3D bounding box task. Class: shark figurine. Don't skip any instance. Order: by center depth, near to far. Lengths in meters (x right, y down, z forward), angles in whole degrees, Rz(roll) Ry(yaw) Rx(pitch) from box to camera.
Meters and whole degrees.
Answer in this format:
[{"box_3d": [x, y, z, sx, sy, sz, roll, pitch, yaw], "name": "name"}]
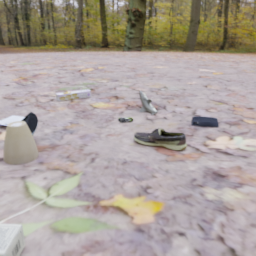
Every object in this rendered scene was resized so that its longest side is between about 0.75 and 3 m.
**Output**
[{"box_3d": [1.056, -1.024, 15.244, 0.843, 1.206, 2.019, -29, 45, -6], "name": "shark figurine"}]

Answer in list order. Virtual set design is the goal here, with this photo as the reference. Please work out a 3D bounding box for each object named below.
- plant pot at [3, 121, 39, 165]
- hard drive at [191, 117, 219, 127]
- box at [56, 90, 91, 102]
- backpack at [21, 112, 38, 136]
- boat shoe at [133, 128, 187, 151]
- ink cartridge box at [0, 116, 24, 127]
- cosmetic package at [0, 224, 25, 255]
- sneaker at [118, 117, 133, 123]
[{"box_3d": [-3.922, 0.464, 10.085, 1.224, 1.307, 1.224, 1, 21, 0], "name": "plant pot"}, {"box_3d": [3.726, -0.307, 13.599, 1.273, 0.270, 0.859, 5, 21, 12], "name": "hard drive"}, {"box_3d": [-3.528, -2.104, 18.128, 2.249, 0.466, 0.435, -11, 24, -29], "name": "box"}, {"box_3d": [-4.180, 0.015, 11.491, 1.200, 0.922, 0.979, -16, 51, 35], "name": "backpack"}, {"box_3d": [1.271, 0.345, 11.227, 2.206, 0.715, 0.808, 8, 22, 21], "name": "boat shoe"}, {"box_3d": [-5.448, -0.228, 13.403, 1.253, 0.276, 1.277, 8, 24, 20], "name": "ink cartridge box"}, {"box_3d": [-3.117, 2.462, 5.754, 1.684, 0.599, 0.886, 2, 21, 4], "name": "cosmetic package"}, {"box_3d": [-0.153, -0.401, 13.924, 0.775, 0.286, 0.314, 1, 13, -19], "name": "sneaker"}]
